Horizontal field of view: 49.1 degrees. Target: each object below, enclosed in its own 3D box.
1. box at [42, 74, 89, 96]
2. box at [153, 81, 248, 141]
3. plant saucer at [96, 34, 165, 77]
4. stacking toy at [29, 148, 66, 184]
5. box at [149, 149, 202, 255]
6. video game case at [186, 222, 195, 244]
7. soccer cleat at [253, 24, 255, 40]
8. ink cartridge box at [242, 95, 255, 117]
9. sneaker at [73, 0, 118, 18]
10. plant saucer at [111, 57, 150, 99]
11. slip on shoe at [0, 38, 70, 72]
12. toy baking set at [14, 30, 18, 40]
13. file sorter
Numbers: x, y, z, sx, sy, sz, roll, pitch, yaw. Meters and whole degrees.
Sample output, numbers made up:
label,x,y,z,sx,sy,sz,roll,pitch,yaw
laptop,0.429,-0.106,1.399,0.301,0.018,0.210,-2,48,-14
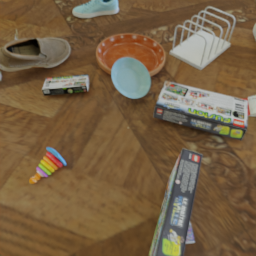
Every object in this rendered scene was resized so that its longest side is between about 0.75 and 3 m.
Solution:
label,x,y,z,sx,sy,sz,roll,pitch,yaw
box,-2.160,-1.510,9.816,1.527,0.265,0.840,-5,39,1
box,2.317,-0.608,8.918,2.756,0.478,1.517,16,45,11
plant saucer,0.093,-2.753,10.861,2.660,0.429,2.660,2,50,-3
stacking toy,-2.291,1.134,7.719,0.619,0.585,1.066,30,67,30
box,0.969,2.027,6.145,0.494,1.566,2.845,18,52,7
video game case,1.241,2.420,6.904,0.614,0.077,0.857,-3,51,-3
soccer cleat,5.551,-3.331,11.042,1.202,0.973,2.784,-12,52,-10
ink cartridge box,4.163,-0.743,9.364,1.021,0.291,0.830,7,51,5
sneaker,-1.550,-5.792,13.116,2.191,0.898,0.810,-14,51,-11
plant saucer,0.057,-1.634,9.381,1.464,0.282,1.464,7,74,-26
slip on shoe,-3.267,-2.817,10.134,2.966,0.899,1.128,-22,83,-41
toy baking set,-4.323,-3.355,10.964,0.125,1.078,0.827,-5,89,-26
file sorter,2.975,-3.620,11.041,1.515,1.359,2.183,36,59,25
